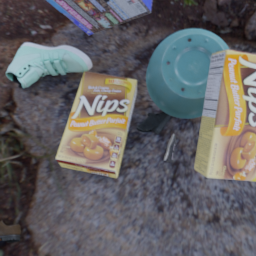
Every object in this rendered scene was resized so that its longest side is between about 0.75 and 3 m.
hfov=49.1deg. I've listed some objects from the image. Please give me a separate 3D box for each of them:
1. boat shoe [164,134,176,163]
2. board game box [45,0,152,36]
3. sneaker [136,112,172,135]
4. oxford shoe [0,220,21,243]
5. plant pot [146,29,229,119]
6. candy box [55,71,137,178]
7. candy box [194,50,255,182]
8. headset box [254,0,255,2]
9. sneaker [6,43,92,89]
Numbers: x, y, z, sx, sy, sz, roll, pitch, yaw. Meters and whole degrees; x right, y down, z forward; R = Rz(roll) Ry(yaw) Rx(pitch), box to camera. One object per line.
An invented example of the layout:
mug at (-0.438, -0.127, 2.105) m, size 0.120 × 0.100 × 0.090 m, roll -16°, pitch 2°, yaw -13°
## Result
boat shoe at (1.259, 0.597, 8.049) m, size 0.240 × 0.282 × 0.842 m, roll 23°, pitch 73°, yaw -4°
board game box at (-0.722, -3.532, 7.086) m, size 2.191 × 1.747 × 1.061 m, roll -4°, pitch 69°, yaw 36°
sneaker at (0.864, -0.299, 8.350) m, size 0.675 × 0.389 × 1.294 m, roll 35°, pitch 74°, yaw 9°
oxford shoe at (-3.353, 2.631, 7.091) m, size 1.241 × 0.451 × 0.524 m, roll 1°, pitch 60°, yaw -10°
plant pot at (1.357, -1.202, 6.087) m, size 2.011 × 1.614 × 2.011 m, roll 0°, pitch 92°, yaw 6°
candy box at (-0.811, -0.150, 8.057) m, size 1.651 × 0.791 × 2.860 m, roll 11°, pitch 67°, yaw 5°
candy box at (1.638, -0.145, 4.067) m, size 1.022 × 0.490 × 1.770 m, roll 6°, pitch 95°, yaw -11°
headset box at (4.261, -3.627, 6.941) m, size 2.408 × 2.097 × 1.117 m, roll 39°, pitch 95°, yaw -2°
sneaker at (-2.457, -1.713, 8.573) m, size 2.621 × 0.965 × 1.546 m, roll 11°, pitch 61°, yaw 19°
